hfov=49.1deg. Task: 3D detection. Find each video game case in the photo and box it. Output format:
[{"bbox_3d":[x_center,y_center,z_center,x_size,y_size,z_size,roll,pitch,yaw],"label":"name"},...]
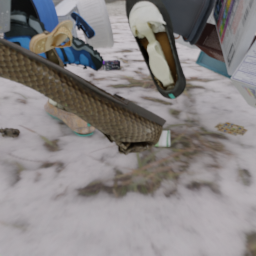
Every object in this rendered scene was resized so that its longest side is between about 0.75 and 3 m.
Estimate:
[{"bbox_3d":[2.366,-2.645,6.157,0.259,2.255,2.055,-6,65,3],"label":"video game case"}]

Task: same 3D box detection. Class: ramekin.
[{"bbox_3d":[-1.091,-3.372,9.009,0.823,1.768,1.768,-17,29,-7],"label":"ramekin"}]

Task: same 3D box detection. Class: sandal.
[{"bbox_3d":[-1.074,-1.374,4.444,0.347,0.387,1.054,30,43,10],"label":"sandal"}]

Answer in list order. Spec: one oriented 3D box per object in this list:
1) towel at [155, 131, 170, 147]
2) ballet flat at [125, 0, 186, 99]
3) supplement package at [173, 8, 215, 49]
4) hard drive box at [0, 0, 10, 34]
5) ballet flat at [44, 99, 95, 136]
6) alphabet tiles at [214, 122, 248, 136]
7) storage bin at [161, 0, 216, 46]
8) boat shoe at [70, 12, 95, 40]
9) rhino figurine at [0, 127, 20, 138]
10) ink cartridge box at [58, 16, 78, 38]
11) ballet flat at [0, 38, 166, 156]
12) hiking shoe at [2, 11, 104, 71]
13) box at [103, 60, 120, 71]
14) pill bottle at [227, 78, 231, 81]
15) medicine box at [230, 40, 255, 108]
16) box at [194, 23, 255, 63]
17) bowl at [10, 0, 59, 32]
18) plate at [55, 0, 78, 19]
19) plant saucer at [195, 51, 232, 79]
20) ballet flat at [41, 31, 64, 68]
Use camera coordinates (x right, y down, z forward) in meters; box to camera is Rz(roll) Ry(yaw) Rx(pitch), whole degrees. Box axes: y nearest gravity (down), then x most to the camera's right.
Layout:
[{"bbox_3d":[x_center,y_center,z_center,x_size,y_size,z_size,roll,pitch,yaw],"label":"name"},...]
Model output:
[{"bbox_3d":[0.638,0.258,7.715,1.049,0.161,0.783,3,26,7],"label":"towel"},{"bbox_3d":[0.613,-1.982,6.308,0.947,2.786,0.953,-23,2,21],"label":"ballet flat"},{"bbox_3d":[2.316,-4.176,10.078,1.218,2.197,1.711,-12,37,-39],"label":"supplement package"},{"bbox_3d":[-3.038,-2.869,5.648,1.226,1.573,0.604,35,45,7],"label":"hard drive box"},{"bbox_3d":[-1.845,-0.679,8.723,0.961,0.950,2.824,-20,32,-35],"label":"ballet flat"},{"bbox_3d":[3.061,0.023,8.342,0.859,0.027,0.715,19,32,33],"label":"alphabet tiles"},{"bbox_3d":[1.098,-3.403,7.645,1.539,1.668,2.292,10,44,-13],"label":"storage bin"},{"bbox_3d":[-1.096,-2.388,6.527,0.755,0.318,0.259,44,83,8],"label":"boat shoe"},{"bbox_3d":[-3.425,0.118,7.900,0.813,0.243,0.355,7,14,17],"label":"rhino figurine"},{"bbox_3d":[-2.683,-3.742,10.687,1.384,1.359,0.300,-17,26,-16],"label":"ink cartridge box"},{"bbox_3d":[-0.852,-0.374,3.216,2.910,0.675,0.980,24,6,-24],"label":"ballet flat"},{"bbox_3d":[-1.931,-1.903,7.271,2.620,1.136,0.975,19,-3,-24],"label":"hiking shoe"},{"bbox_3d":[-0.855,-3.259,14.544,0.821,0.435,0.502,-9,28,-18],"label":"box"},{"bbox_3d":[5.071,-2.196,11.757,0.986,0.986,1.648,-24,35,-39],"label":"pill bottle"},{"bbox_3d":[3.046,-1.204,5.992,1.254,1.377,0.709,32,3,-43],"label":"medicine box"},{"bbox_3d":[2.857,-2.151,7.610,1.006,0.752,2.008,18,15,-43],"label":"box"},{"bbox_3d":[-3.337,-3.565,8.820,2.875,2.875,0.564,20,44,35],"label":"bowl"},{"bbox_3d":[-2.029,-4.170,9.658,1.445,0.234,1.448,17,59,43],"label":"plate"},{"bbox_3d":[3.052,-2.041,8.690,0.229,0.842,2.409,8,23,-32],"label":"plant saucer"},{"bbox_3d":[-1.496,-1.410,5.493,0.319,0.948,0.220,-4,38,7],"label":"ballet flat"}]
